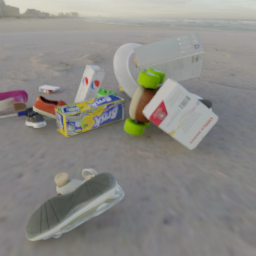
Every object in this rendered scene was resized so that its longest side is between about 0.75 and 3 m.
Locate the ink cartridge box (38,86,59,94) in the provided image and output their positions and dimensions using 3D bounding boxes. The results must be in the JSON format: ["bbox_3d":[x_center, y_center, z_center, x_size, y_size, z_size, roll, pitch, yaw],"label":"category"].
[{"bbox_3d":[-3.827,-1.846,13.603,0.953,0.240,0.519,11,26,22],"label":"ink cartridge box"}]

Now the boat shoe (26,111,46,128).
[{"bbox_3d":[-3.191,-0.338,9.528,0.531,0.503,1.518,-17,14,-24],"label":"boat shoe"}]

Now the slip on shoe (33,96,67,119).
[{"bbox_3d":[-2.417,-0.669,10.176,2.026,0.620,0.751,16,19,-2],"label":"slip on shoe"}]

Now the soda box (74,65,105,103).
[{"bbox_3d":[-1.468,-1.512,10.578,0.559,1.641,0.523,-6,39,-46],"label":"soda box"}]

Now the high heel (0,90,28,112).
[{"bbox_3d":[-5.098,-1.089,10.790,2.339,0.788,1.122,-9,38,-14],"label":"high heel"}]

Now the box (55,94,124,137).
[{"bbox_3d":[-1.261,-0.486,9.694,2.365,0.829,0.760,-20,34,-34],"label":"box"}]

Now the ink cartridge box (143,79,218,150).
[{"bbox_3d":[1.445,-0.355,7.783,1.669,1.217,0.691,35,9,-22],"label":"ink cartridge box"}]

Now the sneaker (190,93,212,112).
[{"bbox_3d":[1.847,-0.661,10.479,2.105,0.848,1.541,35,66,16],"label":"sneaker"}]

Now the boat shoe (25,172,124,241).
[{"bbox_3d":[-0.978,1.524,5.133,1.896,0.608,0.699,-32,37,-3],"label":"boat shoe"}]

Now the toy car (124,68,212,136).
[{"bbox_3d":[1.338,-0.574,8.906,2.355,1.935,1.858,21,22,11],"label":"toy car"}]

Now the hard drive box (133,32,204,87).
[{"bbox_3d":[1.506,-2.414,10.417,2.310,0.887,1.800,-13,-20,4],"label":"hard drive box"}]

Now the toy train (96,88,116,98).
[{"bbox_3d":[-1.320,-1.540,12.640,2.001,0.417,0.564,22,42,35],"label":"toy train"}]

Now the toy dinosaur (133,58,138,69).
[{"bbox_3d":[0.383,-2.805,11.354,0.382,0.756,0.220,-9,-14,29],"label":"toy dinosaur"}]

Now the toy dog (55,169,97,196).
[{"bbox_3d":[-1.063,1.324,5.772,1.175,0.775,0.566,-12,35,29],"label":"toy dog"}]

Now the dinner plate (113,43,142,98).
[{"bbox_3d":[0.703,-2.363,11.924,2.928,2.928,0.355,-20,-4,-38],"label":"dinner plate"}]

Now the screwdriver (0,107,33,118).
[{"bbox_3d":[-4.229,-0.423,10.160,2.684,0.374,0.390,-16,36,-35],"label":"screwdriver"}]

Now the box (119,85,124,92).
[{"bbox_3d":[0.142,-2.675,13.139,1.272,1.863,0.351,-4,5,27],"label":"box"}]

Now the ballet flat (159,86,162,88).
[{"bbox_3d":[1.614,-1.596,11.650,2.036,0.718,0.665,55,26,10],"label":"ballet flat"}]
